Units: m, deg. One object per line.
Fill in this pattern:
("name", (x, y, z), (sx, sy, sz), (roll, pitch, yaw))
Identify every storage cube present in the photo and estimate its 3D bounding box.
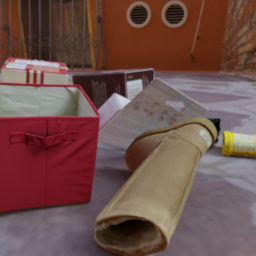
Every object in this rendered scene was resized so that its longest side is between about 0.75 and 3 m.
("storage cube", (-1.523, 0.254, 4.920), (1.598, 1.681, 1.870), (-1, 26, -22))

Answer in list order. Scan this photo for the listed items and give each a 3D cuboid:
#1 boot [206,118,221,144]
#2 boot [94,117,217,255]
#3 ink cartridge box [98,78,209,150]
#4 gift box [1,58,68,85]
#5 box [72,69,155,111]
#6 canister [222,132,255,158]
("boot", (1.293, 0.090, 7.834), (2.093, 0.945, 2.554), (10, 14, 33))
("boot", (0.205, 0.869, 4.611), (2.253, 0.851, 2.572), (-34, 8, 42))
("ink cartridge box", (0.464, -0.235, 6.127), (2.147, 1.892, 0.480), (20, 36, -47))
("gift box", (-3.042, -0.945, 8.772), (2.271, 2.121, 2.096), (3, 22, -12))
("box", (-0.432, -1.046, 9.818), (2.273, 1.886, 1.867), (5, 17, 33))
("canister", (3.073, 0.447, 7.253), (1.161, 0.502, 0.862), (5, 16, 15))
